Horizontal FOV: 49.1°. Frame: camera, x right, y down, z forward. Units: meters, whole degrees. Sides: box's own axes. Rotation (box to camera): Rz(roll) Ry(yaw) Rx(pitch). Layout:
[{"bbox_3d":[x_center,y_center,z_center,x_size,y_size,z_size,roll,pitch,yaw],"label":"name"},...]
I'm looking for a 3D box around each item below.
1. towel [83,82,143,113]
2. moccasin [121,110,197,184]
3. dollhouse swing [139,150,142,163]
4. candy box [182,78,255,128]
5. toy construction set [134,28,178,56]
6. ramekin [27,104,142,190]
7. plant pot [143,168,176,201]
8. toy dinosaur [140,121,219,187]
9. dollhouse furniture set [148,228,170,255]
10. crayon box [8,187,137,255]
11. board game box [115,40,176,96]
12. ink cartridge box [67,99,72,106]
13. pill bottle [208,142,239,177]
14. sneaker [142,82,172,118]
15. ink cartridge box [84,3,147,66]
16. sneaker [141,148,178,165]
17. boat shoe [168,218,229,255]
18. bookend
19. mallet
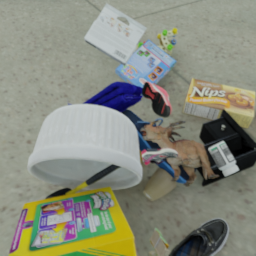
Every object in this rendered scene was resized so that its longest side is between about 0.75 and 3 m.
[{"bbox_3d":[-0.474,-0.750,8.926,1.781,2.412,0.597,-33,84,17],"label":"towel"},{"bbox_3d":[0.919,0.450,8.628,2.897,1.166,0.988,46,74,-7],"label":"moccasin"},{"bbox_3d":[-0.656,0.482,9.905,2.095,1.842,1.904,-17,92,-13],"label":"dollhouse swing"},{"bbox_3d":[3.562,-1.006,11.005,2.543,0.703,1.468,14,50,12],"label":"candy box"},{"bbox_3d":[1.033,-3.877,13.208,2.603,1.199,1.707,0,72,10],"label":"toy construction set"},{"bbox_3d":[-1.047,0.582,7.455,2.901,2.901,1.523,2,65,2],"label":"ramekin"},{"bbox_3d":[0.895,1.806,8.563,0.847,0.793,0.793,-41,60,-21],"label":"plant pot"},{"bbox_3d":[1.614,0.631,7.792,2.407,1.033,1.631,24,45,-31],"label":"toy dinosaur"},{"bbox_3d":[0.687,2.575,5.844,0.410,1.061,0.530,-2,37,-27],"label":"dollhouse furniture set"},{"bbox_3d":[-1.254,2.354,6.338,2.338,0.790,2.710,-8,11,-12],"label":"crayon box"},{"bbox_3d":[0.764,-2.609,12.050,1.629,0.394,2.154,42,72,11],"label":"board game box"},{"bbox_3d":[-2.037,-0.438,9.842,0.206,0.878,0.868,1,37,-15],"label":"ink cartridge box"},{"bbox_3d":[2.517,0.819,7.376,0.473,0.473,0.836,-21,76,-18],"label":"pill bottle"},{"bbox_3d":[1.050,-0.923,8.678,0.722,0.613,1.664,2,37,-26],"label":"sneaker"},{"bbox_3d":[-0.361,-2.661,8.026,1.394,0.304,1.210,32,86,-1],"label":"ink cartridge box"},{"bbox_3d":[0.663,0.612,5.830,0.805,0.325,0.301,-2,65,-16],"label":"sneaker"},{"bbox_3d":[1.854,3.059,7.403,2.264,0.750,0.792,-25,53,-20],"label":"boat shoe"},{"bbox_3d":[2.920,0.609,9.440,2.018,0.935,2.031,-17,51,-15],"label":"bookend"},{"bbox_3d":[-1.226,1.561,7.550,0.557,2.704,0.891,60,31,7],"label":"mallet"}]
